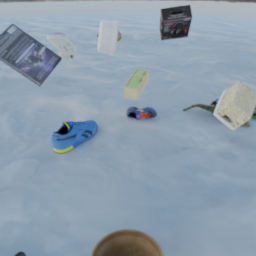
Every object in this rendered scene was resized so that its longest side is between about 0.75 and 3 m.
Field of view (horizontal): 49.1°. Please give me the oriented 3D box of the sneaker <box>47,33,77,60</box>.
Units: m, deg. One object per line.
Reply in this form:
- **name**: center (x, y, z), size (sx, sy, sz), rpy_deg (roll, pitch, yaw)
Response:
- **sneaker**: center (-2.823, -3.522, 12.215), size (0.681, 0.907, 1.820), rpy_deg (0, -5, 25)

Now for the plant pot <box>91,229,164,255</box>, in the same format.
- **plant pot**: center (-0.014, 2.895, 5.736), size (1.502, 0.693, 1.502), rpy_deg (-1, 29, 0)

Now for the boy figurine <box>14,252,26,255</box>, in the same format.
- **boy figurine**: center (-1.402, 3.294, 4.934), size (2.522, 0.813, 1.568), rpy_deg (17, 30, 32)

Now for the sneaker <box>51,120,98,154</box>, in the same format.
- **sneaker**: center (-1.955, 0.070, 10.629), size (0.768, 0.914, 2.331), rpy_deg (15, 31, 29)

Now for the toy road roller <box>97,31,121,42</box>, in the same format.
- **toy road roller**: center (-0.731, -3.903, 11.489), size (1.009, 0.620, 0.737), rpy_deg (-7, 56, 40)

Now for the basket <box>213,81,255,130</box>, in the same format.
- **basket**: center (3.577, -0.768, 9.237), size (0.920, 0.837, 1.357), rpy_deg (38, 54, -5)

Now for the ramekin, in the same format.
- **ramekin**: center (-0.718, -3.124, 9.654), size (0.568, 1.165, 1.165), rpy_deg (5, 28, -11)

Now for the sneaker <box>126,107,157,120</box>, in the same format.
- **sneaker**: center (0.561, -0.575, 12.269), size (1.422, 0.536, 0.558), rpy_deg (2, 35, 22)

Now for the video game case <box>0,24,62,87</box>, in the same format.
- **video game case**: center (-3.166, -2.265, 8.669), size (1.825, 0.173, 1.304), rpy_deg (35, 58, -12)

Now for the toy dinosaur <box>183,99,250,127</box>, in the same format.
- **toy dinosaur**: center (4.076, -0.873, 12.538), size (2.970, 0.705, 1.309), rpy_deg (18, 44, 34)

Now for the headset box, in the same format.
- **headset box**: center (1.852, -4.167, 11.061), size (1.145, 0.578, 1.541), rpy_deg (-7, -14, 2)

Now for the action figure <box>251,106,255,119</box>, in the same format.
- **action figure**: center (5.321, -0.804, 12.542), size (2.324, 0.636, 1.373), rpy_deg (4, 32, 14)

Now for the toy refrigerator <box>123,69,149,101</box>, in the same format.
- **toy refrigerator**: center (0.312, -1.632, 10.218), size (0.549, 0.506, 1.446), rpy_deg (13, 41, 14)
